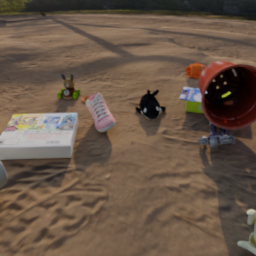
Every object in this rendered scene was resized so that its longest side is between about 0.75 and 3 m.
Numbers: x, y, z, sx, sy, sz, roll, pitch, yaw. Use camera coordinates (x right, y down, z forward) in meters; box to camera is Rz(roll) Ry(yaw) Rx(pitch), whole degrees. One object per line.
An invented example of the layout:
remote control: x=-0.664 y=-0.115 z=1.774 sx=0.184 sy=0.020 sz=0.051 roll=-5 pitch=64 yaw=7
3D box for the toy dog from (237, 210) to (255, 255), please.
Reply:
toy dog: x=3.086 y=2.058 z=5.790 sx=1.264 sy=1.303 sz=0.909 roll=16 pitch=-2 yaw=-6

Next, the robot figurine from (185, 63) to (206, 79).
robot figurine: x=3.971 y=-3.313 z=16.234 sx=1.273 sy=0.742 sz=0.916 roll=-2 pitch=27 yaw=-3

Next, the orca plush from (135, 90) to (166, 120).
orca plush: x=1.073 y=-1.292 z=12.429 sx=1.319 sy=0.891 sz=2.506 roll=8 pitch=30 yaw=15

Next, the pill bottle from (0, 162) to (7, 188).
pill bottle: x=-4.356 y=1.629 z=6.462 sx=1.561 sy=1.561 sz=2.820 roll=17 pitch=34 yaw=28

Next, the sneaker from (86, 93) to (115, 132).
sneaker: x=-1.154 y=-0.660 z=10.868 sx=0.795 sy=1.104 sz=2.112 roll=-29 pitch=27 yaw=2

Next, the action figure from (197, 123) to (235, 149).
action figure: x=3.103 y=0.292 z=9.760 sx=1.223 sy=0.652 sz=1.879 roll=6 pitch=25 yaw=23

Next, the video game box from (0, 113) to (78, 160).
video game box: x=-3.139 y=0.235 z=9.976 sx=2.491 sy=0.583 sz=2.269 roll=-1 pitch=34 yaw=-2

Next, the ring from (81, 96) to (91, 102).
ring: x=-1.845 y=-1.351 z=13.394 sx=0.760 sy=0.073 sz=0.760 roll=0 pitch=28 yaw=0

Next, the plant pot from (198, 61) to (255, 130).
plant pot: x=3.678 y=-1.437 z=10.459 sx=2.320 sy=2.320 sz=2.256 roll=1 pitch=24 yaw=2

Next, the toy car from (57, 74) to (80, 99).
toy car: x=-2.886 y=-2.030 z=13.501 sx=0.938 sy=1.142 sz=0.901 roll=3 pitch=29 yaw=6

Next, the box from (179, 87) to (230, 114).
box: x=3.671 y=-1.168 z=12.478 sx=2.614 sy=0.623 sz=1.594 roll=9 pitch=30 yaw=16
